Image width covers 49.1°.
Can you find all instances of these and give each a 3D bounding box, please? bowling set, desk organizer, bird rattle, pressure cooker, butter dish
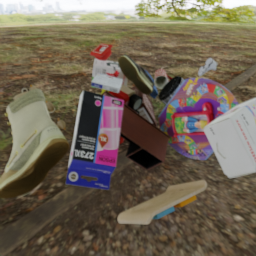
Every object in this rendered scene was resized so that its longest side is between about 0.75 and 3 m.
[{"bbox_3d":[-3.550,-0.561,10.889,1.139,2.122,1.477,-37,19,-29],"label":"bowling set"},{"bbox_3d":[-0.020,0.154,8.603,2.640,0.947,1.016,35,48,-20],"label":"desk organizer"},{"bbox_3d":[-0.523,-1.650,11.250,0.971,1.192,0.671,45,31,26],"label":"bird rattle"},{"bbox_3d":[1.814,-1.033,9.785,1.247,1.096,1.114,39,39,-14],"label":"pressure cooker"},{"bbox_3d":[-1.013,-2.973,11.333,0.771,0.572,0.773,22,62,38],"label":"butter dish"}]

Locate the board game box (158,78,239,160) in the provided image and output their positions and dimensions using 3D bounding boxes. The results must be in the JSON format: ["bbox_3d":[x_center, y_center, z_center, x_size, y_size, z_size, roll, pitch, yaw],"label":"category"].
[{"bbox_3d":[2.067,-0.184,8.768,2.147,2.717,0.529,41,32,12],"label":"board game box"}]

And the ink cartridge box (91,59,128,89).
[{"bbox_3d":[-0.767,-2.234,12.012,1.514,1.105,0.636,8,41,-7],"label":"ink cartridge box"}]

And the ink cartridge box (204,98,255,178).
[{"bbox_3d":[3.017,0.199,7.271,1.982,1.432,0.839,-26,-1,-41],"label":"ink cartridge box"}]

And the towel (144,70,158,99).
[{"bbox_3d":[1.006,-2.173,13.820,0.418,0.961,1.721,-32,30,17],"label":"towel"}]

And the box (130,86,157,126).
[{"bbox_3d":[0.499,-0.896,12.135,0.923,1.233,2.462,-27,23,14],"label":"box"}]

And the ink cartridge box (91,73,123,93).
[{"bbox_3d":[-0.616,-1.349,8.392,0.827,0.182,0.843,15,27,1],"label":"ink cartridge box"}]

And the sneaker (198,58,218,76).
[{"bbox_3d":[2.946,-2.168,10.289,0.441,0.767,0.288,15,38,-26],"label":"sneaker"}]

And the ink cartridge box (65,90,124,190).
[{"bbox_3d":[-0.819,0.302,7.150,1.135,2.397,0.444,12,-17,-19],"label":"ink cartridge box"}]

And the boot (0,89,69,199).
[{"bbox_3d":[-2.912,0.470,7.679,0.977,2.712,2.097,15,37,-54],"label":"boot"}]

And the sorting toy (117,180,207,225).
[{"bbox_3d":[0.839,1.923,7.022,1.901,0.347,1.760,-22,-6,-30],"label":"sorting toy"}]

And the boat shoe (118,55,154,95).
[{"bbox_3d":[0.353,-2.175,11.188,0.682,1.909,0.627,-20,31,45],"label":"boat shoe"}]

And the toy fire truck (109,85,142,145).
[{"bbox_3d":[-0.629,-0.119,9.902,1.548,2.118,2.406,34,43,26],"label":"toy fire truck"}]

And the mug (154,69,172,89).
[{"bbox_3d":[1.482,-2.090,12.066,0.805,0.605,0.907,30,29,-15],"label":"mug"}]
